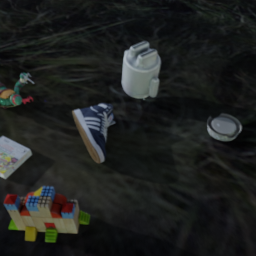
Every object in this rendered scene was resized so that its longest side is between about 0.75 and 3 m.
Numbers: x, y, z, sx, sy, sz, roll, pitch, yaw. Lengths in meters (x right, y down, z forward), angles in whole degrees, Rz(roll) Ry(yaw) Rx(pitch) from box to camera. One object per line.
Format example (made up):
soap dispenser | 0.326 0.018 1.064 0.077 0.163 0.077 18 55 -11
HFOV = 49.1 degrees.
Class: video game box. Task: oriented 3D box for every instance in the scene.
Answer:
video game box | -4.356 1.010 9.832 1.394 0.326 1.270 22 46 21

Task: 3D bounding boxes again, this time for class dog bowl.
dog bowl | 3.680 -0.006 10.850 1.280 0.375 1.280 0 43 0

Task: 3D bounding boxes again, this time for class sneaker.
sneaker | -0.991 0.037 10.379 1.510 0.976 2.784 -19 44 -16

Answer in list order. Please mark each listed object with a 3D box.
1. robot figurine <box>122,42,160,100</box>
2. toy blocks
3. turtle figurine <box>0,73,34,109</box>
robot figurine | 0.500 -2.226 11.483 1.457 2.581 2.189 -25 63 -20
toy blocks | -2.279 2.229 7.670 2.271 1.552 1.135 3 44 2
turtle figurine | -5.196 -1.473 11.688 2.722 1.371 2.038 12 30 34
